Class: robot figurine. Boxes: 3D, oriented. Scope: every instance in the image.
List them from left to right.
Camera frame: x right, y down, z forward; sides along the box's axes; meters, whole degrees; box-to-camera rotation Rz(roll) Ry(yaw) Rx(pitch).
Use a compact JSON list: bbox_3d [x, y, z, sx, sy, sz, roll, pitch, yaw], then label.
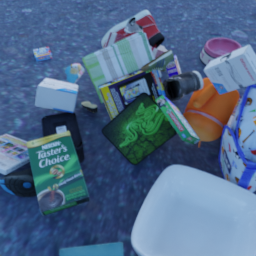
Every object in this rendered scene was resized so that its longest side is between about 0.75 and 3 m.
[{"bbox_3d":[2.722,-0.646,9.400,1.484,1.830,2.544,28,81,-2],"label":"robot figurine"}]

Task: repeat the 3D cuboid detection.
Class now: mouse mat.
[{"bbox_3d":[0.333,0.093,8.795,1.665,2.069,0.078,46,24,-5],"label":"mouse mat"}]

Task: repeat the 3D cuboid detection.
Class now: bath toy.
[{"bbox_3d":[-1.636,-1.762,8.653,0.470,0.553,1.272,37,15,-12],"label":"bath toy"}]

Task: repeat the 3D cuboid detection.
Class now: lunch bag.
[{"bbox_3d":[3.636,0.481,8.283,1.681,2.308,2.715,17,60,21],"label":"lunch bag"}]

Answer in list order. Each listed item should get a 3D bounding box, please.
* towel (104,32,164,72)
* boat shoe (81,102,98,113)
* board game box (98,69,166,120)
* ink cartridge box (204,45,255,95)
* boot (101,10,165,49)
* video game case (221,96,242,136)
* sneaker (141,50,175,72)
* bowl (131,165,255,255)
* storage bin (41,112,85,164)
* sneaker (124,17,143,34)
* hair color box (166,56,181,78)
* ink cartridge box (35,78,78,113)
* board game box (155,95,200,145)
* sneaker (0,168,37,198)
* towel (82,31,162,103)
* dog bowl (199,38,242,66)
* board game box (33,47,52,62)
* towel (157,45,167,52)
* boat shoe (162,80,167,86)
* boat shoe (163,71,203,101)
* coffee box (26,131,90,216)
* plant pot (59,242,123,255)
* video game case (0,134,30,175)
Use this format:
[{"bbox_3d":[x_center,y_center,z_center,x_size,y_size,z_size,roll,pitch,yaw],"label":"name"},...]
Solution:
[{"bbox_3d":[0.131,-2.205,9.590,2.107,1.518,0.240,18,7,-13],"label":"towel"},{"bbox_3d":[-1.542,-0.822,11.097,0.332,0.284,0.907,-32,39,-33],"label":"boat shoe"},{"bbox_3d":[0.335,-0.631,9.308,1.959,2.370,0.672,-21,20,-3],"label":"board game box"},{"bbox_3d":[3.010,-1.621,7.984,1.311,0.951,0.549,-16,28,52],"label":"ink cartridge box"},{"bbox_3d":[0.211,-3.571,11.778,2.452,0.888,1.769,-29,80,8],"label":"boot"},{"bbox_3d":[4.775,-0.099,10.310,2.271,0.407,2.058,24,55,22],"label":"video game case"},{"bbox_3d":[0.934,-1.847,8.307,1.070,0.480,0.359,-33,20,-6],"label":"sneaker"},{"bbox_3d":[1.808,2.641,7.295,2.970,1.110,2.975,21,51,19],"label":"bowl"},{"bbox_3d":[-2.239,0.376,9.600,1.204,0.835,1.781,-11,47,-12],"label":"storage bin"},{"bbox_3d":[0.272,-3.834,10.389,0.352,0.541,0.937,36,43,25],"label":"sneaker"},{"bbox_3d":[1.835,-2.049,10.892,0.429,1.323,0.723,-14,27,22],"label":"hair color box"},{"bbox_3d":[-2.576,-1.234,10.354,1.335,0.783,1.823,10,14,-11],"label":"ink cartridge box"},{"bbox_3d":[1.366,-0.152,7.440,0.262,1.799,1.211,-36,73,14],"label":"board game box"},{"bbox_3d":[-2.703,1.529,8.659,2.264,0.829,0.927,-1,36,-12],"label":"sneaker"},{"bbox_3d":[-0.171,-1.987,9.276,2.270,1.694,0.348,-25,12,-5],"label":"towel"},{"bbox_3d":[4.514,-3.605,13.457,2.017,0.744,2.017,0,47,0],"label":"dog bowl"},{"bbox_3d":[-4.230,-3.657,13.859,0.797,0.223,0.781,-17,48,-15],"label":"board game box"},{"bbox_3d":[0.916,-3.823,13.309,1.474,0.383,2.224,-13,43,-36],"label":"towel"},{"bbox_3d":[1.348,-1.383,11.243,0.581,0.712,1.926,23,49,-7],"label":"boat shoe"},{"bbox_3d":[1.531,-1.322,9.235,0.723,2.538,0.849,-19,93,-14],"label":"boat shoe"},{"bbox_3d":[-2.055,1.234,8.060,1.369,0.490,2.227,-15,59,-13],"label":"coffee box"},{"bbox_3d":[-0.719,3.773,6.115,1.399,1.400,1.981,-4,54,-4],"label":"plant pot"},{"bbox_3d":[-3.982,0.799,9.108,1.866,0.221,1.698,16,25,23],"label":"video game case"}]
